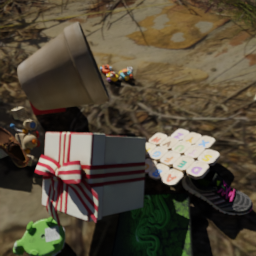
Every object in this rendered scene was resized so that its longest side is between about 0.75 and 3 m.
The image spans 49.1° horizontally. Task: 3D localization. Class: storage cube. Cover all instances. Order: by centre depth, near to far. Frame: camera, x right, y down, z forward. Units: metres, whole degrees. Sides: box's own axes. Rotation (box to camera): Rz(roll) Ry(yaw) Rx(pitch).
[{"bbox_3d":[-3.274,-1.470,11.350,1.503,1.351,1.285,-7,51,-7],"label":"storage cube"}]

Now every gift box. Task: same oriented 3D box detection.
[{"bbox_3d":[-0.959,1.348,7.559,2.331,2.359,2.527,-7,81,43],"label":"gift box"}]

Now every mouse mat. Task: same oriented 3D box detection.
[{"bbox_3d":[0.677,2.875,7.819,2.158,0.101,2.681,-6,34,13],"label":"mouse mat"}]

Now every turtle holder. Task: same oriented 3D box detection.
[{"bbox_3d":[-2.394,3.213,7.757,1.039,0.971,1.368,38,61,26],"label":"turtle holder"}]

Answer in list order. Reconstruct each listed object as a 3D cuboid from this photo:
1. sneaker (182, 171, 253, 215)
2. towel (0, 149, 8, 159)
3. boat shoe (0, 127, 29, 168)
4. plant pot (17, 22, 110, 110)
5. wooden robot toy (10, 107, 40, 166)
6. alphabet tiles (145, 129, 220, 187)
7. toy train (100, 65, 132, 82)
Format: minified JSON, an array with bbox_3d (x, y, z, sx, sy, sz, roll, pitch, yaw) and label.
[{"bbox_3d":[2.814,1.931,8.787,2.268,0.992,0.837,25,55,19],"label":"sneaker"},{"bbox_3d":[-4.504,0.632,9.754,1.127,0.933,0.482,-17,48,7],"label":"towel"},{"bbox_3d":[-2.977,0.448,7.116,0.456,0.428,1.266,-42,96,-30],"label":"boat shoe"},{"bbox_3d":[-2.210,-1.758,9.490,2.424,2.793,2.793,-22,53,1],"label":"plant pot"},{"bbox_3d":[-3.292,0.329,9.443,0.951,2.096,0.923,1,8,43],"label":"wooden robot toy"},{"bbox_3d":[1.633,0.872,9.512,2.647,0.193,2.589,19,46,42],"label":"alphabet tiles"},{"bbox_3d":[-0.540,-2.641,12.905,1.531,0.426,1.150,-2,51,-1],"label":"toy train"}]
